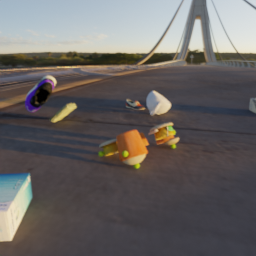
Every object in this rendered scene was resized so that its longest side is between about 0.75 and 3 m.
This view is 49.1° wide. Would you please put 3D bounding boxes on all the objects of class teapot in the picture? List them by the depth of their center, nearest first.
[{"bbox_3d":[1.385,-1.108,13.860,1.339,0.978,1.321,17,25,-48],"label":"teapot"}]

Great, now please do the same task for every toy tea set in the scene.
[{"bbox_3d":[0.578,0.591,8.552,2.790,1.033,1.659,-13,-9,-29],"label":"toy tea set"}]

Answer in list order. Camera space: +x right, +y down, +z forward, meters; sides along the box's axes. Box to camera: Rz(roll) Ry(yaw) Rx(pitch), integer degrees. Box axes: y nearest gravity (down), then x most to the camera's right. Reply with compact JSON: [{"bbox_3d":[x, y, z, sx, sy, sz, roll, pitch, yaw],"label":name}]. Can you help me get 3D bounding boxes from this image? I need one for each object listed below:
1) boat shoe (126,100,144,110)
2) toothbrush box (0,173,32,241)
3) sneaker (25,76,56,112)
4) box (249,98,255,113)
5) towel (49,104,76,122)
[{"bbox_3d":[0.364,-1.259,15.273,0.460,0.404,1.293,-13,22,-43],"label":"boat shoe"},{"bbox_3d":[-2.600,1.482,5.422,1.080,0.629,1.476,-1,16,-5],"label":"toothbrush box"},{"bbox_3d":[-4.242,-1.359,13.074,0.798,2.295,1.142,28,36,-27],"label":"sneaker"},{"bbox_3d":[6.672,-1.023,14.005,0.559,0.672,1.635,0,15,1],"label":"box"},{"bbox_3d":[-2.853,-0.661,12.365,1.072,0.264,1.445,-39,5,8],"label":"towel"}]
